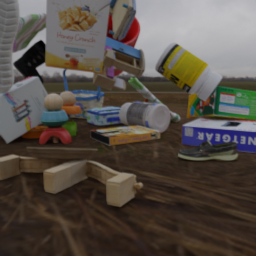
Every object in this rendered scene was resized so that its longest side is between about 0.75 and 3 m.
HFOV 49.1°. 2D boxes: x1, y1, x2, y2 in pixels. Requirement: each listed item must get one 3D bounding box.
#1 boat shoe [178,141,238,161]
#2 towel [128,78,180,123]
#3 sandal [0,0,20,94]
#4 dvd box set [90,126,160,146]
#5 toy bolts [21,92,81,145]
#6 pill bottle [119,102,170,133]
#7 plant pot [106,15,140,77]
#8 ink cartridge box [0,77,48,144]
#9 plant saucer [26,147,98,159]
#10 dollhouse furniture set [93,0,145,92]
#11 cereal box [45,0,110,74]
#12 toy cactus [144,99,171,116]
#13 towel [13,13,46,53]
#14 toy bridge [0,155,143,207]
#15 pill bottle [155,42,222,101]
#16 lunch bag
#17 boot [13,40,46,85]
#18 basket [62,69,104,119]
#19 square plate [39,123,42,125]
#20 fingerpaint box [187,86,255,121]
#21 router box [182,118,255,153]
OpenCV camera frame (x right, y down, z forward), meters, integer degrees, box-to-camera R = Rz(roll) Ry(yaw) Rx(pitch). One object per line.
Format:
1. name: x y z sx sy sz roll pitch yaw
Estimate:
1. boat shoe: 1.888 0.519 6.648 1.397 0.459 0.499 0 10 2
2. towel: 1.179 -1.367 12.984 2.717 0.417 2.027 42 2 -11
3. sandal: -3.502 -2.391 7.521 1.202 2.953 0.726 15 25 -5
4. dvd box set: -0.098 0.214 9.030 1.856 0.273 1.358 -6 12 -30
5. toy bolts: -2.535 -0.399 9.000 2.048 1.487 2.144 -2 10 -10
6. pill bottle: 0.566 -0.438 10.537 1.066 1.066 1.874 -8 13 -39
7. plant pot: -0.732 -3.149 10.699 2.192 2.192 1.939 -2 -32 -11
8. ink cartridge box: -3.465 -0.623 8.846 1.834 1.327 1.333 -34 25 -21
9. plant saucer: -1.284 0.488 5.507 1.363 0.201 1.363 2 -4 0
10. dollhouse furniture set: 0.180 -2.520 7.717 1.548 2.372 2.240 14 48 -22
11. cereal box: -1.085 -2.117 5.958 1.276 1.773 0.350 5 29 -8
12. toy cactus: 0.733 -0.591 12.389 1.658 1.028 2.010 -20 28 -37
13. towel: -3.716 -3.188 9.785 2.067 0.425 2.771 -33 15 22
14. toy bridge: -1.068 0.823 5.018 2.925 0.398 0.983 4 9 28
15. pill bottle: 1.800 -1.654 8.365 1.806 1.032 1.032 36 18 9
16. lunch bag: -0.844 -0.517 12.243 1.681 0.693 1.351 -8 15 -33
17. boot: -3.644 -2.584 11.479 1.790 1.475 0.587 -26 37 33
18. basket: -2.235 -1.698 13.853 2.152 2.440 1.697 5 13 29
19. square plate: -4.371 -0.265 12.164 1.332 0.191 1.345 -5 10 -24
20. fingerpaint box: 3.923 -0.738 10.285 2.798 1.026 2.334 6 -2 -9
21. router box: 3.096 0.154 8.445 2.367 0.578 2.124 5 11 29
